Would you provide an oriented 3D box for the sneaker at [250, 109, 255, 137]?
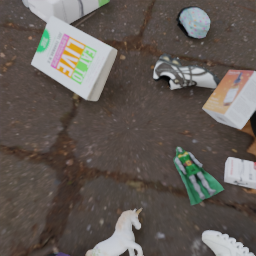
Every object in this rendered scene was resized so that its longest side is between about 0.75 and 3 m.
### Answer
[{"bbox_3d":[4.449,0.154,8.123,1.130,0.783,1.872,-16,64,-5],"label":"sneaker"}]

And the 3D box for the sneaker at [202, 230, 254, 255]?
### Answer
[{"bbox_3d":[2.474,3.106,6.157,2.082,0.782,0.844,36,71,23],"label":"sneaker"}]

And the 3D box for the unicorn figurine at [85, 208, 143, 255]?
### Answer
[{"bbox_3d":[-0.171,2.714,6.412,1.876,0.693,1.289,-24,58,-16],"label":"unicorn figurine"}]

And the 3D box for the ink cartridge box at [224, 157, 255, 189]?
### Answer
[{"bbox_3d":[3.116,1.227,7.654,0.864,0.358,0.634,12,56,8],"label":"ink cartridge box"}]

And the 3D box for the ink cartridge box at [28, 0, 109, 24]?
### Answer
[{"bbox_3d":[-2.584,-5.732,11.981,2.085,1.204,2.865,39,64,24],"label":"ink cartridge box"}]

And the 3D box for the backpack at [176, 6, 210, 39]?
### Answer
[{"bbox_3d":[2.658,-4.201,11.139,1.134,0.860,1.359,-10,58,-10],"label":"backpack"}]

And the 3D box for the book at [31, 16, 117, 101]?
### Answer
[{"bbox_3d":[-1.832,-2.332,9.305,2.722,0.654,1.818,32,105,22],"label":"book"}]

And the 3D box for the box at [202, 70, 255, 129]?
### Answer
[{"bbox_3d":[3.040,-0.844,7.965,0.761,1.090,1.432,34,90,-22],"label":"box"}]

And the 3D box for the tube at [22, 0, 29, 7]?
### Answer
[{"bbox_3d":[-3.867,-6.071,12.717,0.745,0.485,1.924,37,58,20],"label":"tube"}]

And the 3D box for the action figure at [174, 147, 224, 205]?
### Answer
[{"bbox_3d":[1.744,1.171,7.679,0.965,0.447,1.633,-22,54,-11],"label":"action figure"}]

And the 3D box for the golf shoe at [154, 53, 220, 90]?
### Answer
[{"bbox_3d":[1.927,-1.635,9.499,2.242,0.872,1.059,23,79,14],"label":"golf shoe"}]

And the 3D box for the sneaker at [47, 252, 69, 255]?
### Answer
[{"bbox_3d":[-1.828,3.815,5.685,1.085,0.939,2.478,12,51,26],"label":"sneaker"}]
